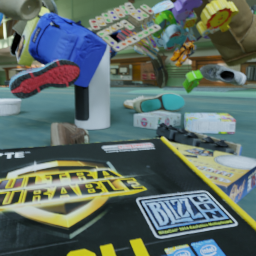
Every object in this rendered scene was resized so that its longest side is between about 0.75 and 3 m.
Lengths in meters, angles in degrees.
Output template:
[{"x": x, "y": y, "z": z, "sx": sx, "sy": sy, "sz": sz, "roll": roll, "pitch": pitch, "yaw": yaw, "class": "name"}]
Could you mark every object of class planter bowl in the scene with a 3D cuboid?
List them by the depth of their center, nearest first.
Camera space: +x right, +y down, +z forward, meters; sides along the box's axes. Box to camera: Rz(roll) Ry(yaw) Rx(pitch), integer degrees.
[{"x": -1.842, "y": -2.198, "z": 4.825, "sx": 0.547, "sy": 0.813, "sz": 0.813, "roll": 40, "pitch": 21, "yaw": 10, "class": "planter bowl"}]

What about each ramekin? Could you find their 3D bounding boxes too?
[{"x": -5.481, "y": -0.916, "z": 12.477, "sx": 1.386, "sy": 0.646, "sz": 1.386, "roll": 1, "pitch": 11, "yaw": 0, "class": "ramekin"}]

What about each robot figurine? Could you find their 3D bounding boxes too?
[{"x": 2.474, "y": -3.390, "z": 12.558, "sx": 0.365, "sy": 1.253, "sz": 0.908, "roll": 11, "pitch": 35, "yaw": -44, "class": "robot figurine"}]

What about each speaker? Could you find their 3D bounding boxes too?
[{"x": -1.185, "y": -1.488, "z": 9.199, "sx": 1.206, "sy": 2.970, "sz": 1.206, "roll": 1, "pitch": 11, "yaw": 0, "class": "speaker"}]

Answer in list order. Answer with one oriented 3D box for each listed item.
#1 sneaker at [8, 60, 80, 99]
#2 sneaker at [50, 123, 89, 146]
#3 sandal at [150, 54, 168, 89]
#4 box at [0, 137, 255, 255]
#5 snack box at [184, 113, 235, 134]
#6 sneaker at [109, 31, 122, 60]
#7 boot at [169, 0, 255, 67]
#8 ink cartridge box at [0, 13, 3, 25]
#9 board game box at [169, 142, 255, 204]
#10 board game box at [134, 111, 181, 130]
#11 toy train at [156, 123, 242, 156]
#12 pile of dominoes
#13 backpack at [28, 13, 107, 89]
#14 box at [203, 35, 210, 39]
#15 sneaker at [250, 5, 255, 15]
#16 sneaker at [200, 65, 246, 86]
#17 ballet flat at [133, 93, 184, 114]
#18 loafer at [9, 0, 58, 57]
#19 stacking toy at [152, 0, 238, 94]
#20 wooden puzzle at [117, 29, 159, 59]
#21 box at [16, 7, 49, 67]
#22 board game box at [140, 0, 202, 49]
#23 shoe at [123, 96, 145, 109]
[{"x": -1.710, "y": -1.086, "z": 5.688, "sx": 1.454, "sy": 0.577, "sz": 0.695, "roll": -20, "pitch": 32, "yaw": -24, "class": "sneaker"}, {"x": -1.247, "y": 0.213, "z": 6.164, "sx": 0.800, "sy": 0.746, "sz": 2.117, "roll": -1, "pitch": 11, "yaw": -10, "class": "sneaker"}, {"x": 1.404, "y": -2.697, "z": 13.233, "sx": 0.706, "sy": 1.728, "sz": 0.472, "roll": -35, "pitch": 30, "yaw": -15, "class": "sandal"}, {"x": -0.510, "y": 0.823, "z": 2.210, "sx": 2.664, "sy": 0.657, "sz": 2.127, "roll": -3, "pitch": 24, "yaw": -18, "class": "box"}, {"x": 2.530, "y": -0.164, "z": 8.884, "sx": 1.442, "sy": 0.488, "sz": 1.216, "roll": 0, "pitch": 11, "yaw": 9, "class": "snack box"}, {"x": -1.076, "y": -2.897, "z": 10.554, "sx": 1.132, "sy": 1.087, "sz": 2.885, "roll": -42, "pitch": 14, "yaw": 49, "class": "sneaker"}, {"x": 2.437, "y": -2.720, "z": 6.070, "sx": 2.454, "sy": 0.927, "sz": 2.803, "roll": -24, "pitch": -49, "yaw": 39, "class": "boot"}, {"x": -3.553, "y": -2.903, "z": 5.871, "sx": 1.281, "sy": 0.751, "sz": 1.749, "roll": 11, "pitch": -15, "yaw": -4, "class": "ink cartridge box"}, {"x": 0.871, "y": 0.662, "z": 4.722, "sx": 2.218, "sy": 0.384, "sz": 1.503, "roll": 10, "pitch": 14, "yaw": 41, "class": "board game box"}, {"x": 1.008, "y": -0.278, "z": 9.658, "sx": 1.359, "sy": 0.437, "sz": 1.003, "roll": -8, "pitch": 12, "yaw": -43, "class": "board game box"}, {"x": 1.509, "y": 0.327, "z": 6.382, "sx": 0.676, "sy": 0.504, "sz": 2.952, "roll": 9, "pitch": 6, "yaw": -22, "class": "toy train"}, {"x": -0.063, "y": -1.917, "z": 5.055, "sx": 1.206, "sy": 0.192, "sz": 0.940, "roll": -36, "pitch": 68, "yaw": -29, "class": "pile of dominoes"}, {"x": -1.796, "y": -2.255, "z": 7.549, "sx": 1.916, "sy": 1.557, "sz": 1.607, "roll": 37, "pitch": 10, "yaw": 30, "class": "backpack"}, {"x": 2.921, "y": -3.399, "z": 8.728, "sx": 0.868, "sy": 1.269, "sz": 0.248, "roll": 15, "pitch": -5, "yaw": 33, "class": "box"}, {"x": 3.717, "y": -2.971, "z": 8.615, "sx": 0.696, "sy": 1.634, "sz": 0.637, "roll": 16, "pitch": 59, "yaw": 24, "class": "sneaker"}, {"x": 3.281, "y": -1.969, "z": 9.980, "sx": 1.694, "sy": 0.633, "sz": 0.694, "roll": 22, "pitch": 10, "yaw": 40, "class": "sneaker"}, {"x": 1.395, "y": -1.112, "z": 13.129, "sx": 2.718, "sy": 0.944, "sz": 0.944, "roll": -7, "pitch": 12, "yaw": -32, "class": "ballet flat"}, {"x": -3.203, "y": -3.224, "z": 9.323, "sx": 2.660, "sy": 1.000, "sz": 0.927, "roll": -46, "pitch": -2, "yaw": 40, "class": "loafer"}, {"x": 1.103, "y": -2.249, "z": 6.046, "sx": 0.652, "sy": 2.092, "sz": 2.775, "roll": -19, "pitch": -21, "yaw": -11, "class": "stacking toy"}, {"x": 0.376, "y": -2.830, "z": 9.387, "sx": 1.377, "sy": 0.163, "sz": 2.321, "roll": 34, "pitch": 27, "yaw": -4, "class": "wooden puzzle"}, {"x": -2.908, "y": -2.764, "z": 8.530, "sx": 0.442, "sy": 1.764, "sz": 0.664, "roll": 10, "pitch": 39, "yaw": -39, "class": "box"}, {"x": 1.343, "y": -3.003, "z": 7.848, "sx": 1.035, "sy": 1.016, "sz": 1.973, "roll": -41, "pitch": 27, "yaw": -19, "class": "board game box"}, {"x": 1.106, "y": -1.353, "z": 14.574, "sx": 2.737, "sy": 0.730, "sz": 0.957, "roll": 2, "pitch": 11, "yaw": 12, "class": "shoe"}]
